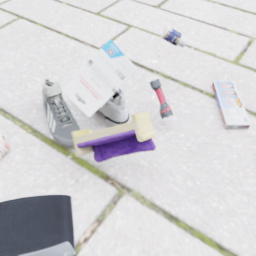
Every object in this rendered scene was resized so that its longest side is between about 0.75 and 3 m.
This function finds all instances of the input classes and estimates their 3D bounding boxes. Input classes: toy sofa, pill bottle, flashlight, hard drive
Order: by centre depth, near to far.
[{"bbox_3d":[-3.022,2.853,7.800,2.922,0.618,1.971,-8,50,-7],"label":"hard drive"},{"bbox_3d":[-0.418,0.381,8.238,2.376,0.984,1.160,-15,88,29],"label":"toy sofa"},{"bbox_3d":[1.177,-1.053,10.192,0.492,0.491,1.449,-22,92,-19],"label":"flashlight"},{"bbox_3d":[1.730,-3.379,10.485,0.916,0.508,0.508,24,49,-14],"label":"pill bottle"}]

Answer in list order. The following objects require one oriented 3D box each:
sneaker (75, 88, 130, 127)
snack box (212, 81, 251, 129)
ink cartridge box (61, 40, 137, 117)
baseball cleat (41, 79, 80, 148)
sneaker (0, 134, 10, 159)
[{"bbox_3d":[-1.026,-1.190,10.622,2.698,1.551,1.014,34,57,25],"label":"sneaker"},{"bbox_3d":[4.092,-0.995,11.273,0.909,0.308,2.530,0,50,0],"label":"snack box"},{"bbox_3d":[-0.939,-1.498,8.738,2.168,0.723,1.256,-46,106,-9],"label":"ink cartridge box"},{"bbox_3d":[-2.577,-0.640,10.157,1.018,1.554,2.921,-23,55,-23],"label":"baseball cleat"},{"bbox_3d":[-4.527,0.887,9.431,0.933,0.672,1.785,-13,47,-4],"label":"sneaker"}]
